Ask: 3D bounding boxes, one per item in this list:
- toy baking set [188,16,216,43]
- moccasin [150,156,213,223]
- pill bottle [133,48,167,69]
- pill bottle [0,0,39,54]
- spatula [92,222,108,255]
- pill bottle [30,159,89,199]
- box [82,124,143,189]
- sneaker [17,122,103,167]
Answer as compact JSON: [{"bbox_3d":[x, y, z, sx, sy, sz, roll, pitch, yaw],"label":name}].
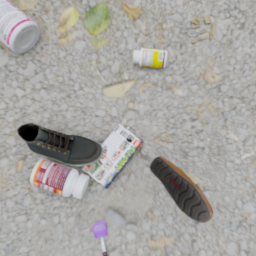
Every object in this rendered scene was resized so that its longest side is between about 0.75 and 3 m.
[{"bbox_3d":[3.186,-4.219,12.106,1.104,0.167,1.438,12,78,6],"label":"toy baking set"},{"bbox_3d":[1.646,1.848,8.546,2.459,0.949,0.899,40,105,42],"label":"moccasin"},{"bbox_3d":[0.894,-2.859,11.489,1.351,0.738,0.738,6,78,2],"label":"pill bottle"},{"bbox_3d":[-5.046,-4.390,11.449,2.591,1.469,1.469,41,81,8],"label":"pill bottle"},{"bbox_3d":[-0.895,4.351,10.177,0.511,0.186,1.807,-14,78,-1],"label":"spatula"},{"bbox_3d":[-2.478,1.898,10.281,1.914,1.048,1.048,19,78,4],"label":"pill bottle"},{"bbox_3d":[-0.576,1.090,10.788,1.243,0.392,2.258,38,80,8],"label":"box"},{"bbox_3d":[-2.452,0.624,10.093,2.948,1.566,1.102,6,69,8],"label":"sneaker"}]
